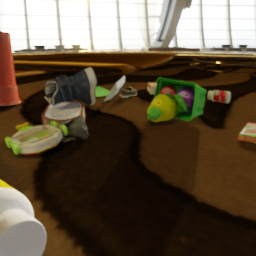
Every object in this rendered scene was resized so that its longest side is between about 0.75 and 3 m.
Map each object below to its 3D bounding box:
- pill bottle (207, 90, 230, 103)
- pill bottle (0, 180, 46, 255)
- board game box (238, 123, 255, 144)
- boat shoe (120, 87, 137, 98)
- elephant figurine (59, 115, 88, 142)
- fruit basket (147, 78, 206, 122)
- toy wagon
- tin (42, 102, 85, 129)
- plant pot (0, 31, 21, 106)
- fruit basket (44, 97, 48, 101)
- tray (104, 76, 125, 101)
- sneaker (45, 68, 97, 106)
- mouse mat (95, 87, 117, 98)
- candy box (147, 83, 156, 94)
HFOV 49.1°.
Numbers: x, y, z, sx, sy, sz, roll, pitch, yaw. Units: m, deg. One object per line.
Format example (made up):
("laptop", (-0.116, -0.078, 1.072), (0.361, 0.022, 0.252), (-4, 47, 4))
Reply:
("pill bottle", (4.052, -1.406, 12.509), (0.916, 0.514, 0.514), (11, 22, 30))
("pill bottle", (-2.093, 1.233, 3.920), (2.120, 1.105, 1.105), (14, 24, 37))
("board game box", (3.845, 0.157, 8.494), (0.692, 0.217, 1.449), (11, 24, 31))
("boat shoe", (0.054, -1.778, 13.674), (0.467, 0.387, 1.299), (23, 26, 29))
("elephant figurine", (-1.716, 0.107, 8.065), (1.054, 0.817, 0.746), (-14, 54, -10))
("fruit basket", (1.483, -0.946, 9.858), (2.070, 1.493, 2.070), (7, 12, -1))
("toy wagon", (-2.604, 0.220, 7.754), (1.443, 0.368, 1.860), (-23, 24, -32))
("tin", (-2.219, -0.450, 9.846), (1.392, 0.520, 2.486), (2, 18, -8))
("plant pot", (-6.015, -2.544, 11.554), (2.991, 2.908, 2.991), (5, 12, -1))
("fruit basket", (-3.171, -1.233, 12.338), (0.820, 0.415, 0.886), (-12, 33, -31))
("tray", (-0.567, -1.839, 13.251), (0.212, 1.029, 1.916), (35, 24, -2))
("sneaker", (-2.197, -1.327, 10.815), (1.850, 0.973, 2.560), (-23, -13, -12))
("mouse mat", (-1.882, -1.839, 14.453), (1.949, 0.091, 2.422), (-10, 23, -26))
("candy box", (1.877, -2.043, 14.452), (1.639, 0.453, 0.946), (-2, 19, -6))
